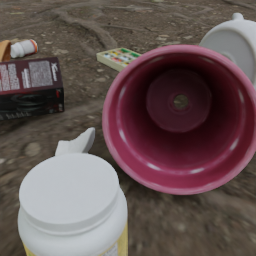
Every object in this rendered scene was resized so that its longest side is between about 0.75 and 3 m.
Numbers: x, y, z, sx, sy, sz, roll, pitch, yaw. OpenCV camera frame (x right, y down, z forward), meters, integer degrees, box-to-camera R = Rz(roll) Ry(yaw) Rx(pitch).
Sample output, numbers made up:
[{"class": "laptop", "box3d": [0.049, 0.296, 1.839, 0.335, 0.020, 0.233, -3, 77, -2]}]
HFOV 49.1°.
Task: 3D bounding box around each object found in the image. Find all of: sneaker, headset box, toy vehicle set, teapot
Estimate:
[{"class": "sneaker", "box3d": [-1.366, 0.370, 7.179, 0.770, 0.491, 1.333, 11, 36, 10]}, {"class": "headset box", "box3d": [-3.156, -1.014, 7.880, 2.560, 1.905, 0.989, -10, 76, -15]}, {"class": "toy vehicle set", "box3d": [-0.105, -2.982, 12.406, 1.488, 0.317, 2.395, -24, 40, -31]}, {"class": "teapot", "box3d": [3.589, -1.872, 8.544, 2.057, 2.816, 2.779, -13, 31, -29]}]

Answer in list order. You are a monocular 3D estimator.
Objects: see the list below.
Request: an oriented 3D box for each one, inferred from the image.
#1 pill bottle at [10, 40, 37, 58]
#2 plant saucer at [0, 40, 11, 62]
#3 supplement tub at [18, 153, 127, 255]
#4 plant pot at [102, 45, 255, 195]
[{"class": "pill bottle", "box3d": [-4.947, -3.727, 13.228, 0.651, 0.651, 1.188, 24, 40, 32]}, {"class": "plant saucer", "box3d": [-3.952, -1.967, 8.638, 0.288, 1.536, 1.536, 15, 30, -16]}, {"class": "supplement tub", "box3d": [-0.735, 1.521, 4.057, 1.450, 1.995, 1.450, 0, 33, 0]}, {"class": "plant pot", "box3d": [1.137, -0.391, 6.397, 2.949, 2.949, 2.640, 5, 17, 8]}]
